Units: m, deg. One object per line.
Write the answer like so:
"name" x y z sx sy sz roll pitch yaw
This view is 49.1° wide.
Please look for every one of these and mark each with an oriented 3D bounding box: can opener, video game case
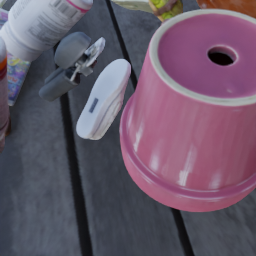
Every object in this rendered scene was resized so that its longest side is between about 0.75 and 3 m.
"can opener" -1.416 -1.331 6.127 0.869 2.600 0.694 34 59 -28
"video game case" -4.053 -2.307 8.695 1.996 0.251 2.787 20 78 -13

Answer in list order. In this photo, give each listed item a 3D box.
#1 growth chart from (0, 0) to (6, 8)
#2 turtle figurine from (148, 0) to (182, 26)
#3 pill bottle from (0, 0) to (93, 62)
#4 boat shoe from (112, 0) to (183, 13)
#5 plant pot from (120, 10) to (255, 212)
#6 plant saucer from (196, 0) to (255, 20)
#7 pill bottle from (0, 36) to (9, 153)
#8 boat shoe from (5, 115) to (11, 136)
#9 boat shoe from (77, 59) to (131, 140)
"growth chart" -3.344 -3.562 6.519 1.949 0.239 2.693 37 58 0
"turtle figurine" 0.692 -2.701 6.144 0.880 2.203 2.732 -23 40 37
"pill bottle" -1.801 -2.389 5.977 1.979 1.122 1.122 -34 55 27
"boat shoe" 0.589 -4.027 8.531 2.497 0.897 0.844 28 100 31
"plant pot" 1.233 -0.335 4.750 2.877 2.575 2.877 -2 57 3
"plant saucer" 2.202 -2.650 5.836 0.328 2.034 2.034 -45 67 -1
"pill bottle" -2.890 -0.502 5.073 1.344 2.453 1.344 11 42 -11
"boat shoe" -3.835 -0.658 8.012 0.643 0.643 1.828 -17 84 -18
"boat shoe" -0.307 -0.403 4.203 0.476 0.423 1.293 43 105 37
